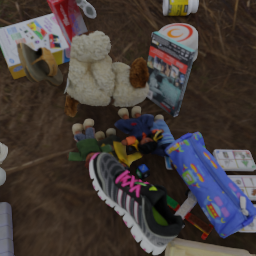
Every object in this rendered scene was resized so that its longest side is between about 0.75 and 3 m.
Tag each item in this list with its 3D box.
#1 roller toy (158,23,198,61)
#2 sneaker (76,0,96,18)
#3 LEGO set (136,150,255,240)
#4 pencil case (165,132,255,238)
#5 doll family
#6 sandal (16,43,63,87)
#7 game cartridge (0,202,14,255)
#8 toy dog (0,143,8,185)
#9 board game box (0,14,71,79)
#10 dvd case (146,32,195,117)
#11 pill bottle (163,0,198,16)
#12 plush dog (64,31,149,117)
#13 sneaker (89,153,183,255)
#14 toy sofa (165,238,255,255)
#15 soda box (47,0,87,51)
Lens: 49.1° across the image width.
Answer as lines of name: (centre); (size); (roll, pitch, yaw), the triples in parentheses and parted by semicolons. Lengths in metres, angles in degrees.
roller toy: (1.515, -2.537, 8.770); (1.389, 0.970, 1.267); (-15, 49, -1)
sneaker: (-1.510, -4.365, 10.021); (0.385, 0.988, 0.491); (-39, 22, 19)
LEGO set: (1.648, 1.490, 6.490); (2.910, 0.714, 2.174); (1, 46, -4)
pencil case: (1.649, 1.082, 5.632); (0.855, 0.952, 2.192); (-25, 69, -21)
doll family: (0.114, 0.436, 6.643); (2.964, 1.163, 1.713); (-20, 41, -8)
sandal: (-2.167, -1.680, 7.393); (0.668, 2.475, 0.994); (-23, 87, 7)
game cartridge: (-3.659, 2.586, 5.661); (2.555, 0.490, 1.656); (-13, 53, -8)
toy dog: (-3.411, 1.088, 5.903); (1.863, 0.898, 1.229); (-41, 47, 23)
board game box: (-2.796, -2.833, 9.229); (2.614, 0.527, 2.000); (-22, 59, -14)
dvd case: (0.981, -1.385, 7.331); (0.203, 1.842, 1.344); (-20, 45, -34)
pill bottle: (1.906, -4.481, 10.260); (1.190, 0.669, 0.669); (-1, 56, -1)
plush dog: (-0.444, -1.060, 6.828); (1.954, 2.275, 1.825); (8, 82, -8)
sneaker: (0.197, 1.269, 5.351); (2.264, 0.990, 0.835); (52, 33, 8)
toy sofa: (1.615, 2.740, 5.455); (1.812, 0.884, 0.750); (8, 81, 5)
soda box: (-1.472, -2.662, 7.360); (0.561, 1.768, 0.619); (-33, 54, -9)
